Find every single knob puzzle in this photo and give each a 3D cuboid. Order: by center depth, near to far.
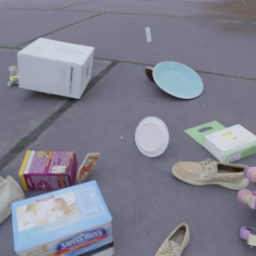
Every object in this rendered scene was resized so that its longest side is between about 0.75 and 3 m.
[{"bbox_3d":[-1.150,1.178,7.988,0.146,1.054,1.054,29,41,16],"label":"knob puzzle"}]

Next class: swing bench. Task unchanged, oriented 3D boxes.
[{"bbox_3d":[-3.590,1.814,7.037,1.327,0.861,1.320,13,34,21],"label":"swing bench"}]

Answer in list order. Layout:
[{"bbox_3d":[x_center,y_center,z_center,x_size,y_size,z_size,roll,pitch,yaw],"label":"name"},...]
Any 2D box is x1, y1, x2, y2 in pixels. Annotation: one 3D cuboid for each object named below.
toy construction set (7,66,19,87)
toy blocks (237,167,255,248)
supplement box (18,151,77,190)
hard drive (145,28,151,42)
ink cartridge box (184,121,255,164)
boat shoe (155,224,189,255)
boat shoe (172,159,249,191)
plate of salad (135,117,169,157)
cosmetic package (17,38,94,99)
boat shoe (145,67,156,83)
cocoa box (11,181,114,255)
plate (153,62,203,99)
[{"bbox_3d":[-5.518,-2.537,13.889,0.880,0.618,1.342,-11,46,-15],"label":"toy construction set"},{"bbox_3d":[3.456,1.890,6.866,1.610,1.723,1.450,11,0,-5],"label":"toy blocks"},{"bbox_3d":[-2.234,1.205,7.988,1.409,0.727,0.923,0,40,0],"label":"supplement box"},{"bbox_3d":[0.770,-3.539,10.642,0.104,0.513,0.777,-7,19,10],"label":"hard drive"},{"bbox_3d":[3.210,0.277,9.699,1.575,0.519,2.165,-15,38,-21],"label":"ink cartridge box"},{"bbox_3d":[0.933,2.659,6.121,0.498,0.449,1.381,23,40,30],"label":"boat shoe"},{"bbox_3d":[2.366,1.220,8.060,2.161,0.702,0.779,9,35,13],"label":"boat shoe"},{"bbox_3d":[0.779,0.293,9.079,1.290,1.290,0.310,27,16,34],"label":"plate of salad"},{"bbox_3d":[-3.195,-2.788,12.831,2.719,1.671,2.710,11,30,-1],"label":"cosmetic package"},{"bbox_3d":[1.602,-2.507,13.787,0.648,0.647,1.752,-29,55,-32],"label":"boat shoe"},{"bbox_3d":[-1.391,2.203,6.070,1.912,1.255,1.275,-13,36,-18],"label":"cocoa box"},{"bbox_3d":[2.276,-2.179,13.023,2.442,0.312,2.442,9,51,-11],"label":"plate"}]
